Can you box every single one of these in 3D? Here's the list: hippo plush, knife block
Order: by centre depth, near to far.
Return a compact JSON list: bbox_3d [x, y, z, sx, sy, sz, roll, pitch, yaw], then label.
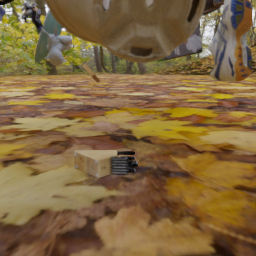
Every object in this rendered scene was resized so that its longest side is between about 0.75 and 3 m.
[{"bbox_3d":[-0.330,0.536,4.665,0.932,0.298,0.818,12,16,43],"label":"knife block"},{"bbox_3d":[-1.601,-1.804,6.494,0.628,0.634,0.789,-7,-16,-8],"label":"hippo plush"}]

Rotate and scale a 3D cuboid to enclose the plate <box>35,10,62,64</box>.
[{"bbox_3d":[-2.183,-3.046,8.344,0.318,2.492,2.492,21,8,-15],"label":"plate"}]

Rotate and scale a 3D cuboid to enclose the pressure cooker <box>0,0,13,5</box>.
[{"bbox_3d":[-2.564,-3.102,4.786,1.392,1.370,1.558,35,0,35],"label":"pressure cooker"}]

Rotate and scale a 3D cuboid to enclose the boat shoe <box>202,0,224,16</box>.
[{"bbox_3d":[3.155,-4.592,9.594,2.244,0.810,0.812,-24,12,19],"label":"boat shoe"}]

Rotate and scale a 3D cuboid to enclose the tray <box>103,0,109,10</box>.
[{"bbox_3d":[0.294,-4.026,10.751,2.825,1.517,0.313,2,22,-30],"label":"tray"}]

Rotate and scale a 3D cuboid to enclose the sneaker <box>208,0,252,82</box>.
[{"bbox_3d":[2.797,-2.654,8.036,1.005,2.670,1.177,1,1,-36],"label":"sneaker"}]

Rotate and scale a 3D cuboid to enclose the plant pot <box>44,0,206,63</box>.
[{"bbox_3d":[-0.058,-2.307,4.619,2.571,2.571,2.353,-5,35,-20],"label":"plant pot"}]

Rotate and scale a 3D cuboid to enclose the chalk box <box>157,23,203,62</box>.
[{"bbox_3d":[1.418,-2.844,9.320,1.752,1.090,1.084,-12,12,-1],"label":"chalk box"}]

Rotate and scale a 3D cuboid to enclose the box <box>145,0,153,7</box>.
[{"bbox_3d":[0.403,-3.778,9.310,2.088,0.812,0.992,-33,-21,36],"label":"box"}]

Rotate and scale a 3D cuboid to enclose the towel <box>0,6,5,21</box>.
[{"bbox_3d":[-3.359,-2.499,5.765,0.217,1.339,1.824,17,-14,16],"label":"towel"}]

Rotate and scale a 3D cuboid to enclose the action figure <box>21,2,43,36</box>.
[{"bbox_3d":[-2.944,-3.438,8.861,0.767,1.179,0.409,7,52,37],"label":"action figure"}]

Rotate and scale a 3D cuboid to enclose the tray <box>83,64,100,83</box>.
[{"bbox_3d":[-1.401,-2.072,10.573,0.821,0.152,0.405,51,4,37],"label":"tray"}]
